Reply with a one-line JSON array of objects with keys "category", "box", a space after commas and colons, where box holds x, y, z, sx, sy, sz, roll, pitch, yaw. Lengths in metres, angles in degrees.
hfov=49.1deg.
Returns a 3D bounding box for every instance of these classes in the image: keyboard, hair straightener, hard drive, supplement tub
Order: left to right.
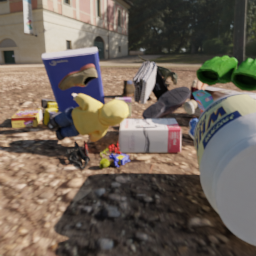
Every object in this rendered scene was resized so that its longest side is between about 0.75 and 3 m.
[{"category": "hard drive", "box": [-1.862, -1.551, 10.219, 1.816, 2.753, 0.349, -8, 49, -4]}, {"category": "hair straightener", "box": [-1.481, 0.793, 8.180, 0.651, 0.346, 1.691, -4, 21, -13]}, {"category": "keyboard", "box": [1.086, -1.708, 11.939, 1.097, 1.726, 0.178, -21, 30, 22]}, {"category": "supplement tub", "box": [2.435, 0.581, 5.412, 2.165, 2.165, 2.986, 3, 16, 9]}]

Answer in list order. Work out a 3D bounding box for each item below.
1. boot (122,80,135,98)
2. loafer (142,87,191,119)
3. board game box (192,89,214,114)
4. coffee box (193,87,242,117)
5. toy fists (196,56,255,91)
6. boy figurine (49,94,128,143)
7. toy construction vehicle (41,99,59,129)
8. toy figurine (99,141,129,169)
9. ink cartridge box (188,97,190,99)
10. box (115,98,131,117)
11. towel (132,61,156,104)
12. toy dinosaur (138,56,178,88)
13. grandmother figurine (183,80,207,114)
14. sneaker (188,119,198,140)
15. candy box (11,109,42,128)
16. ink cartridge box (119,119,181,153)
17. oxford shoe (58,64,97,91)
[{"category": "boot", "box": [0.205, -2.697, 18.564, 0.883, 1.145, 2.363, 5, 17, 15]}, {"category": "loafer", "box": [1.516, -0.855, 11.092, 2.155, 0.679, 0.775, -33, 59, -5]}, {"category": "board game box", "box": [2.825, -0.410, 9.580, 0.388, 1.722, 1.310, -25, 14, 8]}, {"category": "coffee box", "box": [4.006, -1.034, 12.456, 0.958, 1.357, 2.400, -7, 18, -24]}, {"category": "toy fists", "box": [3.525, -1.826, 9.294, 2.395, 0.823, 1.221, 18, 48, 43]}, {"category": "boy figurine", "box": [-1.231, -0.358, 8.766, 2.674, 1.662, 0.861, -14, 17, 28]}, {"category": "toy construction vehicle", "box": [-2.683, -0.932, 12.597, 2.819, 0.993, 2.455, -10, 22, -33]}, {"category": "toy figurine", "box": [-0.269, 0.811, 7.674, 0.610, 0.537, 1.018, 14, 21, 24]}, {"category": "ink cartridge box", "box": [3.707, -2.044, 17.856, 0.552, 0.309, 0.810, 1, 14, 1]}, {"category": "box", "box": [-0.237, -0.972, 13.165, 0.744, 0.846, 0.409, -2, 17, -5]}, {"category": "towel", "box": [0.616, -1.758, 10.895, 0.609, 1.177, 1.422, 17, 49, 13]}, {"category": "toy dinosaur", "box": [1.352, -2.280, 12.048, 0.568, 1.055, 2.393, -34, 51, -24]}, {"category": "grandmother figurine", "box": [2.839, -1.473, 11.441, 0.619, 2.045, 1.240, 13, -22, 44]}, {"category": "sneaker", "box": [2.478, -0.016, 10.047, 0.497, 0.438, 1.115, -33, 18, 29]}, {"category": "candy box", "box": [-4.320, -0.448, 12.049, 0.976, 0.473, 1.674, -4, 15, -8]}, {"category": "ink cartridge box", "box": [0.667, 0.225, 9.117, 1.908, 0.809, 1.389, -2, 16, 1]}, {"category": "oxford shoe", "box": [-1.549, -1.438, 8.565, 1.316, 0.492, 0.464, -28, -15, 15]}]
